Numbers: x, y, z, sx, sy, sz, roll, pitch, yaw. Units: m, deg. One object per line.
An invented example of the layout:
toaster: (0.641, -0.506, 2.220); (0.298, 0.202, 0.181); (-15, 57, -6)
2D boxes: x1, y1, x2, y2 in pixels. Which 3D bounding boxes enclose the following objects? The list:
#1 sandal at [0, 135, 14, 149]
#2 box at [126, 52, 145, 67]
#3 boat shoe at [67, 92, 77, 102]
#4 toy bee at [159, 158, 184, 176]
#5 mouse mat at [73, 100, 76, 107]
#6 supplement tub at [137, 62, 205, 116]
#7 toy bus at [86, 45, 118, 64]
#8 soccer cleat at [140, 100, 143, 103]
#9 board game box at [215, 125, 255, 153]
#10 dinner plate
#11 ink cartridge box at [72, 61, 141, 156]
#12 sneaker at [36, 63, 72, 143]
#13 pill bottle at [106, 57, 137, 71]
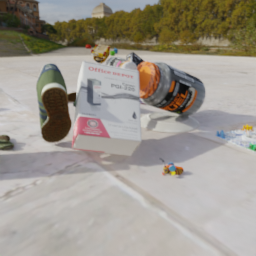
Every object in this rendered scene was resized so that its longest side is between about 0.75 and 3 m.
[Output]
sandal: (-4.358, 0.423, 9.759); (0.538, 0.387, 1.355); (-12, 22, -31)
box: (0.620, -2.266, 12.345); (1.798, 1.424, 0.435); (30, -38, -35)
boat shoe: (-3.422, -1.742, 15.914); (1.548, 0.558, 0.557); (-17, 26, -26)
toy bee: (1.131, 1.151, 7.773); (0.753, 0.409, 0.493); (30, 16, 8)
mouse mat: (-1.650, -1.456, 13.477); (1.944, 1.564, 0.073); (21, -15, 33)
supplement tub: (1.627, -1.591, 11.434); (2.905, 1.780, 1.780); (12, 9, -37)
toy bus: (-1.038, -2.701, 10.465); (1.110, 0.574, 1.047); (-18, 42, -28)
soccer cleat: (0.824, -1.906, 16.245); (0.987, 0.861, 2.582); (35, 17, 2)
board game box: (4.488, 0.336, 10.256); (1.828, 0.237, 1.829); (-10, 21, -28)
dinner plate: (1.754, -0.353, 12.190); (2.675, 0.324, 2.675); (1, 17, 0)
ink cartridge box: (-0.655, -0.633, 8.872); (1.945, 1.132, 2.670); (7, 59, -15)
sneaker: (-2.389, -0.789, 9.001); (0.992, 2.960, 1.329); (-6, 59, -18)
pill bottle: (-0.276, -2.174, 10.173); (0.705, 0.705, 1.212); (-13, 29, -33)
